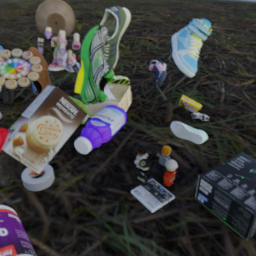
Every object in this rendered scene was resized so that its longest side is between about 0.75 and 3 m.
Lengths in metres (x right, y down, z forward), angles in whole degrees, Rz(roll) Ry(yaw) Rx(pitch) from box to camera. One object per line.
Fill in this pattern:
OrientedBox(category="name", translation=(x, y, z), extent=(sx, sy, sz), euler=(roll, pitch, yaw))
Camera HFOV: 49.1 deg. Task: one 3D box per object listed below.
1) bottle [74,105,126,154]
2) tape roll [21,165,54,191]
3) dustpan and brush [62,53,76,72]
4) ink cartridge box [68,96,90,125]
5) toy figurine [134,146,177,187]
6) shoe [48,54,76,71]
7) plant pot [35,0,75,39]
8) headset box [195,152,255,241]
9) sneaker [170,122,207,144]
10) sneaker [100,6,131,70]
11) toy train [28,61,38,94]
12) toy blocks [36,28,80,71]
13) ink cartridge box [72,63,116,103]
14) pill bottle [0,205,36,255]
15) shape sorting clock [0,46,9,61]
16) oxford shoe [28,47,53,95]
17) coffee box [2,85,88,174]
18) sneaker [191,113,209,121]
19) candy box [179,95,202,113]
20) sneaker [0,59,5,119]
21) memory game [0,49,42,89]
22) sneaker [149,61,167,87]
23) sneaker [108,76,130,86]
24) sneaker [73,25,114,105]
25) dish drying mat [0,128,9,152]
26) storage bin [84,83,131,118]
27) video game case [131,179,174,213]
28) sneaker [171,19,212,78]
OrientedBox(category="bottle", translation=(-1.073, 0.036, 10.915), extent=(1.117, 0.873, 2.674), euler=(17, 36, 22))
OrientedBox(category="tape roll", translation=(-2.906, 1.582, 9.047), extent=(0.982, 0.324, 0.982), euler=(0, 32, 0))
OrientedBox(category="dustpan and brush", translation=(-2.436, -2.697, 12.388), extent=(1.259, 0.360, 0.879), euler=(29, 46, -31))
OrientedBox(category="ink cartridge box", translation=(-1.812, -0.631, 8.597), extent=(1.094, 0.809, 0.414), euler=(24, 73, 21))
OrientedBox(category="toy figurine", translation=(0.867, 1.168, 9.026), extent=(1.325, 0.922, 1.305), euler=(2, 29, -3))
OrientedBox(category="shoe", translation=(-4.094, -4.073, 17.298), extent=(1.800, 0.819, 0.643), euler=(-13, 35, -19))
OrientedBox(category="plant pot", translation=(-2.713, -3.991, 10.493), extent=(1.463, 1.463, 0.675), euler=(-8, 35, -12))
OrientedBox(category="headset box", translation=(3.390, 1.800, 8.094), extent=(2.127, 0.987, 1.852), euler=(-22, 38, -30))
OrientedBox(category="sneaker", translation=(1.441, 0.114, 6.599), extent=(0.875, 0.322, 0.516), euler=(31, 19, 29))
OrientedBox(category="sneaker", translation=(-0.873, -3.335, 10.877), extent=(0.935, 2.789, 1.252), euler=(31, 25, 18))
OrientedBox(category="toy train", translation=(-3.520, -1.967, 10.883), extent=(0.615, 1.420, 0.811), euler=(-14, 11, -22))
OrientedBox(category="toy blocks", translation=(-2.561, -2.690, 10.142), extent=(1.418, 1.325, 1.193), euler=(7, 65, -24))
OrientedBox(category="ink cartridge box", translation=(-1.264, -1.623, 10.523), extent=(1.497, 0.356, 1.515), euler=(56, 16, 21))
OrientedBox(category="pill bottle", translation=(-2.762, 2.882, 6.117), extent=(1.320, 1.320, 2.347), euler=(-22, 39, -30))
OrientedBox(category="shape sorting clock", translation=(-4.625, -2.730, 9.470), extent=(1.496, 1.496, 0.293), euler=(27, 78, 35))
OrientedBox(category="oxford shoe", translation=(-3.180, -1.969, 9.841), extent=(0.611, 1.712, 0.610), euler=(-6, 18, 34))
OrientedBox(category="coffee box", translation=(-2.149, 0.002, 7.132), extent=(1.960, 1.121, 0.781), euler=(-53, 33, -12))
OrientedBox(category="sneaker", translation=(3.194, -0.519, 12.359), extent=(0.756, 0.284, 0.306), euler=(16, 28, 22))
OrientedBox(category="candy box", translation=(1.978, -0.738, 9.022), extent=(0.659, 0.170, 1.289), euler=(28, 1, 9))
OrientedBox(category="sneaker", translation=(-4.145, -1.538, 8.048), extent=(1.314, 1.211, 2.978), euler=(-22, 78, -22))
OrientedBox(category="memory game", translation=(-2.332, -1.231, 5.725), extent=(1.130, 0.072, 1.130), euler=(5, 54, -7))
OrientedBox(category="sneaker", translation=(1.177, -2.281, 11.591), extent=(0.711, 0.608, 1.733), euler=(21, 32, -8))
OrientedBox(category="sneaker", translation=(-0.780, -2.524, 15.204), extent=(1.697, 0.640, 0.648), euler=(8, 25, -7))
OrientedBox(category="sneaker", translation=(-0.923, -1.971, 8.907), extent=(1.120, 2.628, 1.025), euler=(5, -7, 10))
OrientedBox(category="dish drying mat", translation=(-3.327, 0.965, 5.858), extent=(0.204, 2.247, 0.863), euler=(28, 3, 43))
OrientedBox(category="storage bin", translation=(-1.067, -1.314, 12.952), extent=(2.038, 0.955, 2.023), euler=(8, 33, 13))
OrientedBox(category="video game case", translation=(0.739, 2.039, 8.542), extent=(0.909, 0.117, 1.000), euler=(-23, 39, -31))
OrientedBox(category="sneaker", translation=(2.258, -2.875, 9.568), extent=(0.887, 1.456, 2.231), euler=(23, 46, -32))
